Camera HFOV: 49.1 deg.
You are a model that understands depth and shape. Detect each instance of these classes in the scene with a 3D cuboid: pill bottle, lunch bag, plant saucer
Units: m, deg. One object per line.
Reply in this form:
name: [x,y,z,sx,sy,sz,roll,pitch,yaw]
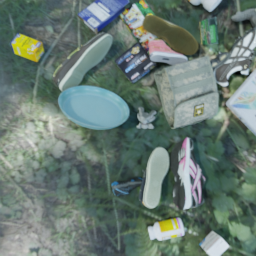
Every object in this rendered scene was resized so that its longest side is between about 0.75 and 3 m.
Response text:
pill bottle: [2.770,-6.114,11.627,2.644,1.481,1.481,44,84,5]
lunch bag: [2.344,-1.300,10.891,1.986,1.423,2.421,-18,95,-14]
plant saucer: [-1.303,-0.748,10.666,2.687,2.687,0.368,21,125,3]
pill bottle: [1.418,3.847,10.574,1.272,0.663,0.663,-11,82,-2]

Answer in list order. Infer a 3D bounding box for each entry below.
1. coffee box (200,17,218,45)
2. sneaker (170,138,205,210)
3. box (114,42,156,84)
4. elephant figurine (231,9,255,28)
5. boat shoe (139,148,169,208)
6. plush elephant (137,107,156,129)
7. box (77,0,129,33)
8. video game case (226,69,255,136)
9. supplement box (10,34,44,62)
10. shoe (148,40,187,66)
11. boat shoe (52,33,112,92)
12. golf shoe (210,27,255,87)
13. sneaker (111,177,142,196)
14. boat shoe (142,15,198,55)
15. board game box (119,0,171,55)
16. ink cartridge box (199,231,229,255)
coffee box: [3.191,-3.809,11.137,0.349,1.585,0.975,-8,107,6]
sneaker: [2.383,1.765,10.849,1.168,1.086,2.705,7,80,-23]
box: [0.282,-2.672,11.552,1.266,0.315,1.256,-37,73,4]
elephant figurine: [5.939,-4.391,11.458,2.440,1.893,1.726,-33,120,3]
boat shoe: [0.950,1.881,10.799,0.900,0.751,2.413,25,65,-20]
plush elephant: [0.691,-0.275,11.175,0.720,0.677,0.874,11,47,4]
box: [-1.015,-5.002,11.908,1.975,0.320,1.196,-41,69,-8]
video game case: [5.737,-1.091,11.167,2.683,0.324,2.943,43,84,-8]
supplement box: [-4.171,-3.315,11.597,1.115,0.611,0.607,21,63,3]
shoe: [1.611,-3.041,11.289,1.712,0.612,0.779,3,67,-24]
boat shoe: [-1.879,-2.759,11.223,2.942,1.049,0.886,-46,67,3]
golf shoe: [4.572,-2.858,11.153,2.958,1.150,1.398,-39,83,18]
sneaker: [0.016,2.300,10.978,1.301,0.476,0.533,-11,103,0]
boat shoe: [1.739,-3.846,11.364,2.477,0.814,0.885,27,122,-6]
board game box: [0.775,-4.200,11.984,1.288,0.288,2.458,-32,83,-7]
ink cartridge box: [3.145,4.323,10.315,0.747,1.033,0.435,-43,84,-6]
